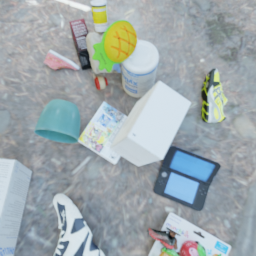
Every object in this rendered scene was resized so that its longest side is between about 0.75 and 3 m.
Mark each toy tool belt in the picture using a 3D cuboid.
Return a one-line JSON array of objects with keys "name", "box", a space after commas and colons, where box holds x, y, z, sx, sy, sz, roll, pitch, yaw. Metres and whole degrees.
[{"name": "toy tool belt", "box": [-0.657, -2.391, 9.770, 1.252, 2.038, 1.272, -15, 30, -13]}]

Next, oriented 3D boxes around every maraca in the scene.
[{"name": "maraca", "box": [-0.385, -2.493, 8.544, 0.944, 1.209, 1.764, 22, 63, 47]}]

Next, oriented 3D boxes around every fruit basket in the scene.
[{"name": "fruit basket", "box": [1.630, 3.904, 8.048, 2.022, 1.023, 2.183, 28, 78, 13]}]

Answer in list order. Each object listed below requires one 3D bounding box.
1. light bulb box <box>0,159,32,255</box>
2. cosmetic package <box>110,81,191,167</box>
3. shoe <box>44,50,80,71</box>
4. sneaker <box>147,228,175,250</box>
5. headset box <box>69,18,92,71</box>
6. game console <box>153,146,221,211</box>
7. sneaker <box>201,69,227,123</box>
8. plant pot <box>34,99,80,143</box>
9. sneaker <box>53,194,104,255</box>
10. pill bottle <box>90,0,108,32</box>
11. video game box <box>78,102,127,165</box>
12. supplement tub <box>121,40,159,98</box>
[{"name": "light bulb box", "box": [-4.690, 2.332, 8.368, 2.727, 1.717, 2.751, 6, 69, 2]}, {"name": "cosmetic package", "box": [0.636, -0.029, 8.756, 1.249, 2.033, 2.026, 33, 70, -6]}, {"name": "shoe", "box": [-2.609, -2.455, 10.952, 1.361, 0.486, 0.619, 29, 91, 0]}, {"name": "sneaker", "box": [0.992, 3.154, 8.218, 0.892, 0.315, 0.436, 28, 98, 18]}, {"name": "headset box", "box": [-1.766, -3.272, 10.831, 0.616, 1.220, 1.641, -16, 70, -9]}, {"name": "game console", "box": [1.859, 1.643, 9.026, 1.729, 1.023, 1.476, 21, 69, 9]}, {"name": "sneaker", "box": [3.190, -1.163, 10.331, 0.799, 0.789, 2.092, 8, 79, -5]}, {"name": "plant pot", "box": [-2.207, -0.244, 9.163, 1.428, 1.428, 1.146, 9, 73, 4]}, {"name": "sneaker", "box": [-1.945, 3.492, 8.233, 1.814, 1.113, 2.788, -30, 81, -20]}, {"name": "pill bottle", "box": [-0.884, -3.534, 8.838, 0.506, 0.886, 0.506, -2, 39, 2]}, {"name": "video game box", "box": [-0.668, 0.182, 9.759, 1.520, 0.390, 1.668, 34, 73, -5]}, {"name": "supplement tub", "box": [0.389, -2.044, 9.977, 1.269, 1.924, 1.269, 0, 68, 0]}]
